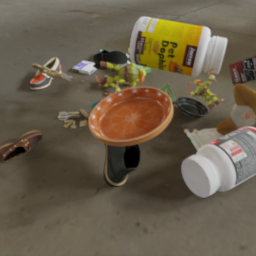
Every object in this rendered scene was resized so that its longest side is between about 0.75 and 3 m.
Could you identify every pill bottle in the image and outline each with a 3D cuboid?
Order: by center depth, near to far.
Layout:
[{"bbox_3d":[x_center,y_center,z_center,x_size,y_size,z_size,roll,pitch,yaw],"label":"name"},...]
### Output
[{"bbox_3d":[2.927,1.002,8.313,2.502,1.449,1.449,-20,40,-24],"label":"pill bottle"},{"bbox_3d":[1.670,-2.684,9.472,2.995,1.636,1.636,14,38,12],"label":"pill bottle"}]

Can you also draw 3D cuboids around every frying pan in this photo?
[{"bbox_3d":[2.201,-0.886,11.442,2.313,0.376,1.399,5,35,-18],"label":"frying pan"}]

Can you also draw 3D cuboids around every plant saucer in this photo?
[{"bbox_3d":[0.065,-0.292,6.856,2.081,0.336,2.081,-11,40,9],"label":"plant saucer"}]

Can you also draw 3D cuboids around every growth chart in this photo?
[{"bbox_3d":[3.464,0.494,10.099,2.474,0.219,1.791,-4,36,-6],"label":"growth chart"}]

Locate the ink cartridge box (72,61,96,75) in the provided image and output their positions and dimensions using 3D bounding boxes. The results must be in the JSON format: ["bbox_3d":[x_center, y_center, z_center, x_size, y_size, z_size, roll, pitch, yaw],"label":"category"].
[{"bbox_3d":[-2.302,-3.307,15.364,1.064,0.233,1.074,16,41,21],"label":"ink cartridge box"}]

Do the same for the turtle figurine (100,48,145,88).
[{"bbox_3d":[-0.122,-2.055,11.220,1.941,2.407,0.775,-1,17,3],"label":"turtle figurine"}]

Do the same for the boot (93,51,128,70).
[{"bbox_3d":[-0.860,-3.088,13.154,1.724,0.597,1.501,2,-4,0],"label":"boot"}]

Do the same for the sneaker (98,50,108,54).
[{"bbox_3d":[-1.402,-4.362,16.480,0.580,0.649,1.624,-14,38,-18],"label":"sneaker"}]

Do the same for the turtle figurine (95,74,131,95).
[{"bbox_3d":[-0.674,-2.321,13.648,1.602,0.640,1.986,-19,40,-24],"label":"turtle figurine"}]

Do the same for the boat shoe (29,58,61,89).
[{"bbox_3d":[-4.183,-2.744,14.133,0.884,0.777,2.483,13,39,15],"label":"boat shoe"}]

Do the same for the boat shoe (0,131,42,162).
[{"bbox_3d":[-3.626,0.657,9.598,1.601,0.563,0.563,-33,41,-27],"label":"boat shoe"}]

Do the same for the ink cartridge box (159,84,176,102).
[{"bbox_3d":[1.192,-1.041,10.906,0.427,1.441,0.748,6,62,-56],"label":"ink cartridge box"}]

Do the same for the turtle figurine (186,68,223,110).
[{"bbox_3d":[2.363,-1.117,8.461,1.073,1.330,0.428,50,51,2],"label":"turtle figurine"}]

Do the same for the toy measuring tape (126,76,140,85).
[{"bbox_3d":[0.383,-2.603,14.200,1.350,0.497,0.497,-28,44,-33],"label":"toy measuring tape"}]

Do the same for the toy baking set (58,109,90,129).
[{"bbox_3d":[-2.200,-0.443,11.431,1.175,0.178,1.531,-19,40,-25],"label":"toy baking set"}]

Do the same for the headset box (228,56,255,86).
[{"bbox_3d":[4.840,-2.223,10.106,1.626,0.844,2.185,-19,6,-42],"label":"headset box"}]

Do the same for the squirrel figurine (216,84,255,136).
[{"bbox_3d":[5.068,-0.440,10.027,2.540,1.926,2.722,-10,28,-40],"label":"squirrel figurine"}]

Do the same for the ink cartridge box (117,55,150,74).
[{"bbox_3d":[0.467,-3.294,14.995,1.127,0.644,2.172,-24,42,-30],"label":"ink cartridge box"}]

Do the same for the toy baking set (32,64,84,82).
[{"bbox_3d":[-2.895,-2.143,11.426,2.169,0.252,1.665,18,3,-13],"label":"toy baking set"}]

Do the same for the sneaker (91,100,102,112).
[{"bbox_3d":[-0.447,-0.886,10.849,2.412,0.964,0.861,-2,73,20],"label":"sneaker"}]

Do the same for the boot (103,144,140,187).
[{"bbox_3d":[-0.111,0.286,8.095,0.973,1.738,2.513,2,67,-19],"label":"boot"}]
